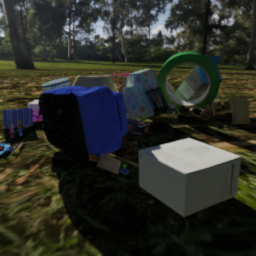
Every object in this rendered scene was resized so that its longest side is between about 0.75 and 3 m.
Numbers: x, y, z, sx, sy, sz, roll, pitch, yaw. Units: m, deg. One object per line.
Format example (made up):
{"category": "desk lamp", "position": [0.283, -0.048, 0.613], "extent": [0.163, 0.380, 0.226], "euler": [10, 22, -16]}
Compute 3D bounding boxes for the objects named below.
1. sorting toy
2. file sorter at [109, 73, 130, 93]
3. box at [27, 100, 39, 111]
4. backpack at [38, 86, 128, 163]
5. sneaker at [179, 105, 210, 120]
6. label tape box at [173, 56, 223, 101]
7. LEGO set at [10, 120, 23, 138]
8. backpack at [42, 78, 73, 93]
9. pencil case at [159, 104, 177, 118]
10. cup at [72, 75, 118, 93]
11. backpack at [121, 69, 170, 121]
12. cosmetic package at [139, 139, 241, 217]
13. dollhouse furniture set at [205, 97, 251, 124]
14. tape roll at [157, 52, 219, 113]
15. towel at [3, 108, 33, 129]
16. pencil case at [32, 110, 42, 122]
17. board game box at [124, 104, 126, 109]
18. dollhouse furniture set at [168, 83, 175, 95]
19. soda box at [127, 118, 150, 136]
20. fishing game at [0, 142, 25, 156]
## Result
{"category": "sorting toy", "position": [-0.484, 0.904, 6.905], "extent": [1.047, 0.143, 0.590], "euler": [22, 26, -5]}
{"category": "file sorter", "position": [0.010, -2.616, 17.686], "extent": [1.705, 1.539, 2.454], "euler": [-11, 19, -34]}
{"category": "box", "position": [-3.889, -0.860, 12.820], "extent": [1.051, 0.687, 1.045], "euler": [0, 15, 2]}
{"category": "backpack", "position": [-1.346, -0.236, 8.167], "extent": [2.435, 1.978, 2.043], "euler": [8, 18, 44]}
{"category": "sneaker", "position": [2.864, -0.783, 12.456], "extent": [1.580, 0.557, 0.597], "euler": [17, -8, 44]}
{"category": "label tape box", "position": [3.718, -2.264, 14.199], "extent": [2.019, 2.800, 0.886], "euler": [-14, 59, -42]}
{"category": "LEGO set", "position": [-4.050, -0.012, 10.149], "extent": [0.422, 0.454, 1.106], "euler": [-5, 16, -21]}
{"category": "backpack", "position": [-3.602, -1.702, 14.345], "extent": [1.799, 1.445, 1.966], "euler": [-14, 23, -1]}
{"category": "pencil case", "position": [1.468, -0.777, 12.701], "extent": [1.461, 0.568, 0.653], "euler": [1, 49, 8]}
{"category": "cup", "position": [-1.477, -1.291, 12.083], "extent": [2.687, 1.922, 2.687], "euler": [-1, 16, 0]}
{"category": "backpack", "position": [0.590, -1.360, 11.515], "extent": [1.525, 1.989, 1.748], "euler": [-14, -3, -19]}
{"category": "cosmetic package", "position": [1.213, 0.928, 5.796], "extent": [1.471, 0.904, 1.466], "euler": [-9, 17, -30]}
{"category": "dollhouse furniture set", "position": [4.420, -0.635, 12.152], "extent": [1.435, 1.087, 1.637], "euler": [-3, -7, -13]}
{"category": "tape roll", "position": [2.755, -2.062, 12.958], "extent": [2.809, 2.809, 0.675], "euler": [4, 25, 14]}
{"category": "towel", "position": [-4.283, -0.380, 10.901], "extent": [1.079, 0.781, 0.129], "euler": [-7, 29, -28]}
{"category": "pencil case", "position": [-3.462, -0.564, 11.983], "extent": [1.326, 0.602, 0.621], "euler": [-6, 16, -15]}
{"category": "board game box", "position": [0.174, -1.232, 14.948], "extent": [1.886, 0.305, 1.132], "euler": [12, 16, 33]}
{"category": "dollhouse furniture set", "position": [2.237, -2.203, 17.096], "extent": [1.111, 1.057, 0.906], "euler": [-32, 5, 21]}
{"category": "soda box", "position": [0.154, -0.062, 10.387], "extent": [1.345, 0.426, 0.476], "euler": [14, 21, 40]}
{"category": "fishing game", "position": [-4.156, 0.593, 8.284], "extent": [1.858, 0.289, 1.331], "euler": [-2, 13, -3]}
